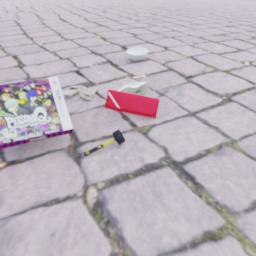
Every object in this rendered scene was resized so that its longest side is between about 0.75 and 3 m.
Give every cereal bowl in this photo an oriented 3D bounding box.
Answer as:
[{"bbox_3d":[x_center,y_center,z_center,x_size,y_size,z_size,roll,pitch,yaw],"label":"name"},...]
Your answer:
[{"bbox_3d":[0.585,-4.669,17.970,1.363,0.568,1.363,-2,38,2],"label":"cereal bowl"}]

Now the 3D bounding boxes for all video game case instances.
[{"bbox_3d":[-3.449,-0.605,9.829,2.528,0.453,2.292,-13,68,-20],"label":"video game case"}]

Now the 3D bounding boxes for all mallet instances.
[{"bbox_3d":[-0.802,0.659,9.900,1.593,0.328,0.525,-34,82,-25],"label":"mallet"}]

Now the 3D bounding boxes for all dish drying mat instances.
[{"bbox_3d":[0.165,-1.015,11.805,2.228,0.856,0.203,11,-6,-1],"label":"dish drying mat"}]

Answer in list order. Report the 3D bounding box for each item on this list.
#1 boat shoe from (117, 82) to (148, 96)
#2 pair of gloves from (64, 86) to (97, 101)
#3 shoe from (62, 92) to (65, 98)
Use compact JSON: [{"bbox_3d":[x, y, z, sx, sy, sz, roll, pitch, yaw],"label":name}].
[{"bbox_3d":[0.040,-1.746,13.373,0.773,0.757,2.169,19,31,39],"label":"boat shoe"},{"bbox_3d":[-2.341,-1.709,13.673,1.476,0.259,1.255,6,29,6],"label":"pair of gloves"},{"bbox_3d":[-2.902,-0.996,11.433,0.465,1.743,0.609,-21,76,-26],"label":"shoe"}]
